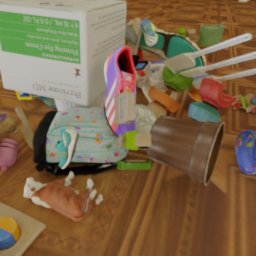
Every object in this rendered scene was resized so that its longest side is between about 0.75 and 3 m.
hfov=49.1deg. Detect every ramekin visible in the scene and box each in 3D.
[{"bbox_3d":[-1.466,-1.167,9.645,2.274,1.193,2.274,1,36,-1],"label":"ramekin"}]

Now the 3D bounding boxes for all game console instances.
[{"bbox_3d":[0.199,-1.788,7.915,1.185,0.699,0.143,-18,75,-50],"label":"game console"}]

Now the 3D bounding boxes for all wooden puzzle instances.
[{"bbox_3d":[-2.934,2.145,5.280,1.894,0.473,2.045,15,36,23],"label":"wooden puzzle"}]

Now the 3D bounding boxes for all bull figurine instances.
[{"bbox_3d":[-1.454,1.475,6.226,1.777,0.579,1.079,20,38,28],"label":"bull figurine"}]

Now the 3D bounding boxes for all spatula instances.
[{"bbox_3d":[2.393,-1.685,7.593,2.565,1.783,0.206,-6,58,50],"label":"spatula"}]

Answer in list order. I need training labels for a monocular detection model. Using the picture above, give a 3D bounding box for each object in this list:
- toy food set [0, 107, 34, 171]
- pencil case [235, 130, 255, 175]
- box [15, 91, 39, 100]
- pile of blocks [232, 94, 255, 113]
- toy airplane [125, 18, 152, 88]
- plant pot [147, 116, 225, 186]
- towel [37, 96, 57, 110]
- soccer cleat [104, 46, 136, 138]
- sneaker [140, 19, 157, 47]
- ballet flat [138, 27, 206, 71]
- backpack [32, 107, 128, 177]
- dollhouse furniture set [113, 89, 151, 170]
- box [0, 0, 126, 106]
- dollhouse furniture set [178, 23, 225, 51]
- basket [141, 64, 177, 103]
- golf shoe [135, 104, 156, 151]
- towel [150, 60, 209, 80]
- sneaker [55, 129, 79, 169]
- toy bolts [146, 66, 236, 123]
[{"bbox_3d":[-3.753,0.362,7.073,2.899,1.843,0.457,-25,-2,-41],"label":"toy food set"},{"bbox_3d":[4.289,0.551,7.081,2.883,1.125,1.252,-3,-7,-3],"label":"pencil case"},{"bbox_3d":[-3.306,-1.773,10.903,0.772,0.708,2.203,2,26,29],"label":"box"},{"bbox_3d":[4.330,-0.794,9.749,1.458,0.599,0.453,11,34,16],"label":"pile of blocks"},{"bbox_3d":[-0.059,-2.549,10.066,1.663,2.357,2.346,2,10,-15],"label":"toy airplane"},{"bbox_3d":[1.249,0.383,6.206,1.390,1.404,1.404,16,36,25],"label":"plant pot"},{"bbox_3d":[-2.717,-1.139,10.696,1.050,0.155,1.431,-26,41,-33],"label":"towel"},{"bbox_3d":[-0.127,-0.824,6.482,0.743,0.797,2.179,3,72,-27],"label":"soccer cleat"},{"bbox_3d":[0.557,-2.880,8.354,0.400,0.555,1.056,-31,42,25],"label":"sneaker"},{"bbox_3d":[1.464,-2.701,9.248,2.951,1.116,0.943,38,41,25],"label":"ballet flat"},{"bbox_3d":[-1.119,0.230,7.338,2.355,1.491,1.965,2,31,0],"label":"backpack"},{"bbox_3d":[0.122,0.048,5.807,0.628,1.627,0.813,1,-4,-21],"label":"dollhouse furniture set"},{"bbox_3d":[-1.798,-2.420,8.112,2.787,2.399,2.800,12,32,15],"label":"box"},{"bbox_3d":[2.828,-3.226,10.783,1.776,1.163,0.891,-5,62,2],"label":"dollhouse furniture set"},{"bbox_3d":[1.173,-1.688,10.748,1.122,1.021,1.655,-6,34,-10],"label":"basket"},{"bbox_3d":[0.437,0.057,8.178,2.459,0.963,1.196,22,45,32],"label":"golf shoe"},{"bbox_3d":[2.223,-2.587,12.908,1.919,0.316,2.651,-17,38,-29],"label":"towel"},{"bbox_3d":[-1.169,0.377,5.213,0.372,0.934,0.362,19,36,-2],"label":"sneaker"},{"bbox_3d":[2.038,-0.528,9.000,2.486,1.805,2.603,29,3,-33],"label":"toy bolts"}]
